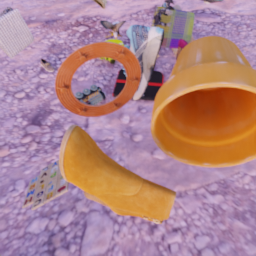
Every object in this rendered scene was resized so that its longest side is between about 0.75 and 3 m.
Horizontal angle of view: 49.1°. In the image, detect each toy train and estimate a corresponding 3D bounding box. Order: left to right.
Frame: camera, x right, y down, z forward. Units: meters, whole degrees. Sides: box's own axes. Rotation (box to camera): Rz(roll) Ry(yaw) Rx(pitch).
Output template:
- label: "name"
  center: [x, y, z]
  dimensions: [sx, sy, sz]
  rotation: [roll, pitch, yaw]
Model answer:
- label: "toy train"
  center: [-1.556, -1.192, 11.318]
  dimensions: [1.381, 0.588, 0.787]
  rotation: [-32, 68, -28]

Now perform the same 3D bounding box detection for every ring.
- label: "ring"
  center: [-0.673, -1.060, 6.830]
  dimensions: [2.167, 2.167, 0.208]
  rotation: [-14, 47, -12]

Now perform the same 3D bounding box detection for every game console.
- label: "game console"
  center: [0.469, -1.866, 12.095]
  dimensions: [2.078, 0.322, 1.838]
  rotation: [6, 52, 6]

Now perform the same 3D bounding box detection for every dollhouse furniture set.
- label: "dollhouse furniture set"
  center: [1.808, -4.457, 13.311]
  dimensions: [2.225, 2.044, 1.448]
  rotation: [-27, 49, 16]

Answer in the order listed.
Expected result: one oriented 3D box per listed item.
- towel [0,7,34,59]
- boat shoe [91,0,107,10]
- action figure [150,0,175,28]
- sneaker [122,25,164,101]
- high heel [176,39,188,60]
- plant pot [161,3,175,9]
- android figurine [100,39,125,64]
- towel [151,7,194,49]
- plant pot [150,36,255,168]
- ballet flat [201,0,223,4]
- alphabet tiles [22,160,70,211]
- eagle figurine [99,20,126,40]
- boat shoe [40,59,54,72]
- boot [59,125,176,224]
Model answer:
- label: "towel"
  center: [-3.743, -3.023, 8.862]
  dimensions: [1.082, 1.307, 0.559]
  rotation: [-43, 59, -14]
- label: "boat shoe"
  center: [-1.213, -4.924, 10.745]
  dimensions: [0.364, 0.998, 0.314]
  rotation: [6, 85, 37]
- label: "action figure"
  center: [1.185, -3.646, 9.117]
  dimensions: [0.565, 0.658, 1.106]
  rotation: [29, 74, 11]
- label: "sneaker"
  center: [0.242, -1.852, 7.970]
  dimensions: [1.062, 2.460, 0.955]
  rotation: [20, 49, 3]
- label: "high heel"
  center: [1.615, -2.243, 8.566]
  dimensions: [0.374, 1.108, 0.533]
  rotation: [34, 85, 27]
- label: "plant pot"
  center: [1.641, -4.137, 11.168]
  dimensions: [1.016, 0.995, 0.997]
  rotation: [13, 68, -16]
- label: "android figurine"
  center: [-0.703, -3.787, 13.730]
  dimensions: [1.606, 0.362, 1.765]
  rotation: [-13, 50, -11]
- label: "towel"
  center: [1.571, -3.533, 10.004]
  dimensions: [1.878, 1.348, 0.214]
  rotation: [-8, 27, -32]
- label: "plant pot"
  center: [2.185, -0.900, 7.401]
  dimensions: [2.980, 2.980, 2.728]
  rotation: [6, 50, 5]
- label: "ballet flat"
  center: [2.397, -4.223, 8.934]
  dimensions: [1.294, 0.473, 0.473]
  rotation: [10, 48, -8]
- label: "alphabet tiles"
  center: [-1.875, 1.270, 7.006]
  dimensions: [1.536, 0.058, 1.846]
  rotation: [-28, 23, 1]
- label: "eagle figurine"
  center: [-0.540, -3.971, 11.128]
  dimensions: [0.910, 1.200, 0.905]
  rotation: [-40, 78, -2]
- label: "boat shoe"
  center: [-3.776, -2.919, 13.009]
  dimensions: [0.331, 0.275, 0.922]
  rotation: [-35, 57, -27]
- label: "boot"
  center: [-0.061, 1.084, 5.810]
  dimensions: [2.141, 2.990, 1.052]
  rotation: [12, 58, 15]
